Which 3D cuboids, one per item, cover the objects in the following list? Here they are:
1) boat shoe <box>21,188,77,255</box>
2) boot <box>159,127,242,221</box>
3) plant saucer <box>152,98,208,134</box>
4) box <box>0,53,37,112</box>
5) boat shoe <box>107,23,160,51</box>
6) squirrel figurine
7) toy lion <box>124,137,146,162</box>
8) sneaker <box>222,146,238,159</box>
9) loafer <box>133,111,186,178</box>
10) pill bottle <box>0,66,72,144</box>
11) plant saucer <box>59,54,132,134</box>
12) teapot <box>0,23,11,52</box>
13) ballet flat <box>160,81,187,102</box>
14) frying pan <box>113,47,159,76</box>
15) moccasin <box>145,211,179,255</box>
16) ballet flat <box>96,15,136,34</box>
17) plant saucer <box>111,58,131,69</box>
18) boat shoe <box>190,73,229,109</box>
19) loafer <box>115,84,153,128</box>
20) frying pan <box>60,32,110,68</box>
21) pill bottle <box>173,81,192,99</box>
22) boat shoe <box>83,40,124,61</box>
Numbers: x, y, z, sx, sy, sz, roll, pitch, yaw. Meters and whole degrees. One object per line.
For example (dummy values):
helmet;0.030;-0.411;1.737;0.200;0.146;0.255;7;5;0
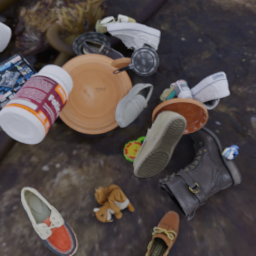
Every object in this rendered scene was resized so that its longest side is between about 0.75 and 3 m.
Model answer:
boat shoe;-2.391;2.750;8.291;0.854;0.751;2.399;-35;66;-22
boot;2.052;1.307;9.109;2.357;0.937;2.708;-25;59;-11
plant saucer;1.666;-0.378;9.099;1.760;1.760;0.284;3;54;2
box;-4.497;-1.642;10.757;2.116;0.487;1.682;-42;92;-25
boat shoe;0.334;-3.653;11.452;2.881;0.942;1.060;-7;12;-43
squirrel figurine;-0.582;2.339;8.652;1.059;0.803;1.135;-36;50;-9
toy lion;0.407;0.745;9.817;1.029;0.369;1.073;20;60;21
sneaker;3.291;0.796;8.849;0.851;0.315;0.350;-14;45;-44
loafer;0.948;0.531;9.001;0.965;2.550;0.871;20;25;-27
pill bottle;-2.612;-0.764;8.320;1.324;1.324;2.319;13;47;8
plant saucer;-1.232;-1.184;9.877;2.834;0.457;2.834;0;92;-8
teapot;-6.560;-3.785;11.526;2.957;2.996;2.188;27;99;-17
ballet flat;1.773;-1.495;11.136;0.487;0.487;1.379;38;65;21
frying pan;0.221;-2.110;8.873;1.487;0.899;0.242;5;17;8
moccasin;0.958;3.204;8.030;0.661;0.698;1.807;31;63;18
ballet flat;-0.566;-4.934;13.133;1.977;0.699;0.699;-16;59;-10
plant saucer;-0.182;-2.108;9.243;0.760;0.760;0.123;-6;84;-4
boat shoe;2.660;-1.029;9.688;0.976;2.653;0.867;-18;82;-4
loafer;0.227;-0.826;9.293;0.738;0.740;2.115;-13;35;37
frying pan;-1.745;-3.178;12.174;1.639;0.441;2.709;12;61;9
pill bottle;1.906;-1.219;9.706;0.471;0.471;0.814;-10;49;-6
boat shoe;-0.932;-2.790;10.343;1.679;0.544;0.604;25;72;14
